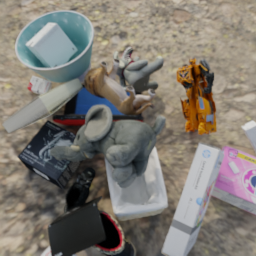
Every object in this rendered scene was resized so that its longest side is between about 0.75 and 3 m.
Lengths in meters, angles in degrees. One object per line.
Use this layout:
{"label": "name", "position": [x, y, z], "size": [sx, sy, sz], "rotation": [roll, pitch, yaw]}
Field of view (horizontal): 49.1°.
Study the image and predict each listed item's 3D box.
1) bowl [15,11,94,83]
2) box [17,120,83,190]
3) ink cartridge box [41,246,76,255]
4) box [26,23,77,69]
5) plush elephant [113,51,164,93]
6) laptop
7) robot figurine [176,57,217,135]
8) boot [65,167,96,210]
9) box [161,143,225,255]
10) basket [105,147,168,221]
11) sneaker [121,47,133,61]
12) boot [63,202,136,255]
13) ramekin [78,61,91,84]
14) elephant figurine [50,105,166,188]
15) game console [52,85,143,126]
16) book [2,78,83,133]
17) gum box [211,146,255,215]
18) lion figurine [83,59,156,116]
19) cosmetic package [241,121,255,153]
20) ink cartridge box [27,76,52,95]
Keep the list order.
{"label": "bowl", "position": [-2.390, -2.684, 9.987], "size": [2.718, 1.422, 2.718], "rotation": [-4, 61, 7]}
{"label": "box", "position": [-2.327, 0.847, 8.942], "size": [1.550, 0.961, 1.524], "rotation": [26, 64, 15]}
{"label": "ink cartridge box", "position": [-1.829, 3.605, 7.534], "size": [0.950, 0.400, 0.687], "rotation": [35, 43, 12]}
{"label": "box", "position": [-2.670, -2.820, 9.833], "size": [1.193, 1.199, 0.784], "rotation": [-49, 41, -12]}
{"label": "plush elephant", "position": [0.146, -2.022, 10.062], "size": [1.851, 1.524, 1.433], "rotation": [-25, 61, -13]}
{"label": "laptop", "position": [-1.170, 2.385, 6.796], "size": [1.318, 1.488, 0.768], "rotation": [-25, 86, 1]}
{"label": "robot figurine", "position": [2.205, -1.045, 9.165], "size": [0.714, 1.778, 2.453], "rotation": [-15, 98, -17]}
{"label": "boot", "position": [-1.342, 1.782, 7.479], "size": [0.510, 1.377, 1.128], "rotation": [26, 21, 2]}
{"label": "box", "position": [1.766, 1.806, 7.203], "size": [0.550, 2.082, 2.670], "rotation": [18, 87, 23]}
{"label": "basket", "position": [0.170, 1.535, 8.321], "size": [1.507, 1.371, 2.223], "rotation": [-9, 59, -4]}
{"label": "sneaker", "position": [-0.002, -2.696, 11.274], "size": [0.539, 0.455, 1.232], "rotation": [22, 67, 11]}
{"label": "boot", "position": [-0.914, 2.568, 7.387], "size": [2.527, 1.903, 0.925], "rotation": [36, 69, 24]}
{"label": "ramekin", "position": [-2.035, -2.280, 10.908], "size": [1.244, 0.653, 1.244], "rotation": [0, 61, 0]}
{"label": "elephant figurine", "position": [-0.657, 0.285, 7.589], "size": [2.539, 1.797, 1.970], "rotation": [30, 39, 31]}
{"label": "game console", "position": [-0.915, -0.899, 9.605], "size": [2.824, 2.434, 1.676], "rotation": [0, 87, 0]}
{"label": "book", "position": [-2.652, -0.791, 8.980], "size": [1.666, 0.599, 2.493], "rotation": [-24, 16, 23]}
{"label": "gum box", "position": [3.758, 1.721, 8.513], "size": [2.525, 0.835, 1.433], "rotation": [22, 63, 12]}
{"label": "lion figurine", "position": [-0.383, -1.135, 9.162], "size": [1.010, 1.706, 2.786], "rotation": [-28, 69, -38]}
{"label": "cosmetic package", "position": [4.153, 0.432, 8.954], "size": [0.452, 0.621, 1.222], "rotation": [-28, 99, 15]}
{"label": "ink cartridge box", "position": [-3.325, -1.562, 10.591], "size": [0.758, 0.317, 0.547], "rotation": [19, 76, 3]}
